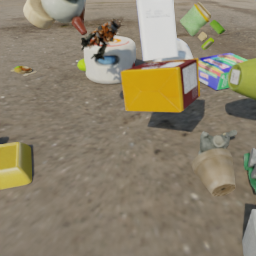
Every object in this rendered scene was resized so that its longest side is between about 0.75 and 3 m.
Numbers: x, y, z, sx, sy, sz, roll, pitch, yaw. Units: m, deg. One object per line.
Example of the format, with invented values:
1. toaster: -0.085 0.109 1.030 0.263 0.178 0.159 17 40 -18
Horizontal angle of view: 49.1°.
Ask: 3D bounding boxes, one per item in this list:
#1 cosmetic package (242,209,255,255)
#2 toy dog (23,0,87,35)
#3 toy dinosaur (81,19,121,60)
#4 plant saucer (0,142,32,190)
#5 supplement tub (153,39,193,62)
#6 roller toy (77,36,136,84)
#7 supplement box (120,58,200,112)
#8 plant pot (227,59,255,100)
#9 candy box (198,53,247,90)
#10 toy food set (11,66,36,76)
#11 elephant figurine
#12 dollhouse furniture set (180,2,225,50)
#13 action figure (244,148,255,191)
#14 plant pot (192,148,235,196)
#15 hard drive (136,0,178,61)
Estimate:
1. cosmetic package: 2.296 2.245 3.864 1.122 0.947 2.100 8 35 14
2. toy dog: -0.913 -2.664 5.765 2.435 1.173 1.606 -50 17 -29
3. toy dinosaur: -0.845 -2.817 8.936 0.901 1.765 1.198 32 68 -4
4. plant saucer: -3.118 0.847 6.646 1.530 0.371 1.530 -9 32 -15
5. supplement tub: 1.742 -2.419 10.837 1.600 1.600 2.425 3 32 5
6. roller toy: -0.722 -2.934 11.627 2.338 1.634 2.133 -25 39 -35
7. supplement box: 0.801 -1.021 6.558 1.374 0.925 1.393 4 22 31
8. plant pot: 3.134 -1.167 6.702 1.318 1.233 1.233 1 31 -11
9. candy box: 3.916 -2.350 11.462 2.092 0.806 1.768 -15 36 -21
10. toy food set: -4.653 -2.601 12.443 1.080 0.217 0.745 22 37 31
11. elephant figurine: 2.305 0.377 7.178 0.853 0.662 0.604 5 8 24
12. dollhouse furniture set: 2.274 -3.249 8.866 1.325 0.868 0.665 50 30 5
13. action figure: 4.143 1.085 5.941 2.927 0.800 1.729 10 29 9
14. plant pot: 1.924 1.005 6.045 0.886 0.886 0.769 -5 48 -8
15. hard drive: 0.745 -2.475 7.030 0.954 1.446 0.183 -12 12 -20
